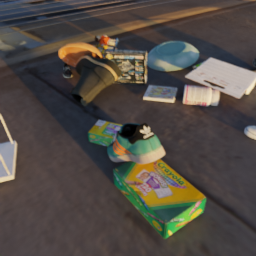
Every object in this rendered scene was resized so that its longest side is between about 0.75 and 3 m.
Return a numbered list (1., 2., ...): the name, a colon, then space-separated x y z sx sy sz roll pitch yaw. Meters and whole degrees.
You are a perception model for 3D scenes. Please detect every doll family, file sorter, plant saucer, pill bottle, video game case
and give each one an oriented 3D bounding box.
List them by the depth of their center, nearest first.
1. file sorter: -4.072 0.607 7.006 2.071 1.289 1.437 -12 38 -10
2. pill bottle: 2.591 -1.136 10.009 1.202 0.681 0.681 7 37 11
3. video game case: 1.239 -1.308 10.668 1.134 0.130 1.032 8 36 14
4. plant saucer: -1.887 -2.974 11.578 1.932 1.932 0.362 7 74 9
5. plant saucer: 2.005 -3.489 12.991 2.511 0.483 2.511 -7 41 6
6. doll family: -1.303 -3.464 13.210 1.304 0.947 2.101 10 53 1

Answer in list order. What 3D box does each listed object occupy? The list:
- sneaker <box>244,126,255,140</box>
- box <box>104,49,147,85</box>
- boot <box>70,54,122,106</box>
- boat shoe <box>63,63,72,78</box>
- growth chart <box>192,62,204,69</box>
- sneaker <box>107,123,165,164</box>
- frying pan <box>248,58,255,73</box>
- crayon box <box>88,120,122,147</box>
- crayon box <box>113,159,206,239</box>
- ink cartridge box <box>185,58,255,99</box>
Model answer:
1. sneaker: 4.360 0.074 8.469 1.545 0.547 0.564 7 37 9
2. box: -0.104 -2.429 11.209 1.673 1.329 0.385 5 38 10
3. boot: -1.766 -1.837 10.821 1.918 1.074 2.773 -48 33 -17
4. boat shoe: -2.642 -2.496 12.145 0.395 0.371 1.099 -5 38 -10
5. growth chart: 3.834 -2.624 12.517 1.580 0.140 1.143 28 44 32
6. sneaker: 0.041 0.310 6.962 0.819 0.917 2.296 -25 8 -28
7. frying pan: 6.009 -2.508 12.087 1.637 0.441 2.706 24 50 38
8. crayon box: -0.493 0.212 8.437 1.239 0.361 0.736 13 38 18
9. crayon box: 0.660 1.457 6.540 1.162 0.570 1.957 -23 41 -28
10. ink cartridge box: 3.542 -1.769 10.676 2.112 0.741 2.598 27 45 24
